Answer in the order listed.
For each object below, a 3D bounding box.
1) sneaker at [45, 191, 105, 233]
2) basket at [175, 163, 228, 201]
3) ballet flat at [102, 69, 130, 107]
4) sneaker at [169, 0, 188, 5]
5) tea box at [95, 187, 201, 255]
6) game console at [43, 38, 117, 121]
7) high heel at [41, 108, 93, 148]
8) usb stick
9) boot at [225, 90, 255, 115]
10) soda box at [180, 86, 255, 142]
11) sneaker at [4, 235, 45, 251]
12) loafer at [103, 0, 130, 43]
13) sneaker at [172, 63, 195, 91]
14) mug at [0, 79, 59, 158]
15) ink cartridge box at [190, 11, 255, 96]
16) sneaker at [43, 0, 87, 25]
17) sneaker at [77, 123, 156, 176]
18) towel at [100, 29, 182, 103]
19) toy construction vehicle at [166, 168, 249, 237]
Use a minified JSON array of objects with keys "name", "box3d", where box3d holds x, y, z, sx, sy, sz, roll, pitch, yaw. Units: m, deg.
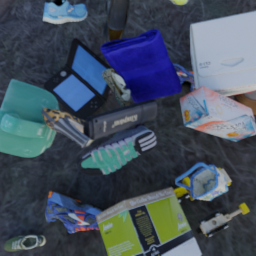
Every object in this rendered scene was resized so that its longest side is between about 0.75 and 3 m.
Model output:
[{"name":"sneaker","box3d":[-1.621,3.258,10.000,2.988,1.125,1.172,17,78,16]},{"name":"basket","box3d":[2.336,1.652,8.731,1.369,1.207,0.952,29,41,-17]},{"name":"ballet flat","box3d":[-0.283,-1.344,9.572,1.568,0.591,0.532,55,46,-23]},{"name":"sneaker","box3d":[1.421,-4.238,9.036,1.031,0.389,0.394,24,30,9]},{"name":"tea box","box3d":[0.646,3.419,8.947,2.410,1.610,2.371,0,62,-45]},{"name":"game console","box3d":[-2.070,-1.943,11.621,2.617,1.553,2.255,42,74,15]},{"name":"high heel","box3d":[-1.696,-0.120,8.567,1.581,2.218,0.792,37,94,1]},{"name":"usb stick","box3d":[-0.134,-0.297,8.708,2.823,0.783,0.460,-18,41,-38]},{"name":"boot","box3d":[5.115,-1.798,11.887,2.944,1.034,2.152,16,66,3]},{"name":"soda box","box3d":[2.692,-0.325,8.155,2.638,0.839,0.902,13,61,-38]},{"name":"sneaker","box3d":[-3.700,4.020,9.820,1.444,0.648,0.484,-7,69,-3]},{"name":"loafer","box3d":[-0.379,-3.958,10.377,0.917,2.519,0.911,-6,64,-11]},{"name":"sneaker","box3d":[2.267,-2.229,12.217,1.865,0.703,0.732,24,76,11]},{"name":"mug","box3d":[-3.142,-0.058,8.722,1.694,2.251,2.740,18,35,-23]},{"name":"ink cartridge box","box3d":[3.235,-2.182,9.324,2.114,2.910,2.104,-8,89,12]},{"name":"sneaker","box3d":[-2.182,-4.297,10.047,0.782,0.897,1.995,21,35,24]},{"name":"sneaker","box3d":[-0.421,0.663,9.046,2.596,0.966,1.136,-21,29,-8]},{"name":"towel","box3d":[0.524,-1.909,9.523,2.031,2.750,0.681,-7,55,26]},{"name":"toy construction vehicle","box3d":[2.842,2.753,10.311,2.491,0.877,2.169,-24,60,-12]}]
